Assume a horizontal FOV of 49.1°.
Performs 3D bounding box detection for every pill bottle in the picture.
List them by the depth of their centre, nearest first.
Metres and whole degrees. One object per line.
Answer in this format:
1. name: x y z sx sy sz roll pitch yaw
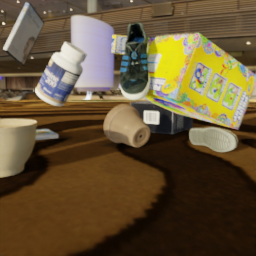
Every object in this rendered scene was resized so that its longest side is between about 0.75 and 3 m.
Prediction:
1. pill bottle: -2.809 -2.296 11.975 1.389 2.503 1.389 30 17 -10

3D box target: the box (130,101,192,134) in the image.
1. box: 1.768 -0.648 14.663 2.478 1.527 2.458 6 9 34

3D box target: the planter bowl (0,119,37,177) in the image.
1. planter bowl: -3.402 0.527 7.343 1.970 1.326 1.970 1 8 0

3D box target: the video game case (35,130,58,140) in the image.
1. video game case: -4.156 0.310 12.656 1.555 0.188 1.708 -5 9 -30

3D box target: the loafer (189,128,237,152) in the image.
1. loafer: 3.194 0.319 10.300 0.798 0.862 2.293 -8 11 -23

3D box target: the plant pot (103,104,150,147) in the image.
1. plant pot: 0.059 0.053 10.737 1.591 1.591 1.388 -7 29 -38

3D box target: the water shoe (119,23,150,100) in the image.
1. water shoe: 0.114 -1.757 7.223 0.791 2.212 0.873 -5 -30 11

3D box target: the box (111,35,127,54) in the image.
1. box: 0.575 -3.987 13.777 2.673 0.859 0.936 2 17 -15

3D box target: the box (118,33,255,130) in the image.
1. box: 1.688 -1.358 8.268 2.649 1.678 2.750 19 2 -33

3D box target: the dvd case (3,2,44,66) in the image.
1. dvd case: -3.127 -2.807 8.508 0.140 1.594 1.137 22 -7 8
